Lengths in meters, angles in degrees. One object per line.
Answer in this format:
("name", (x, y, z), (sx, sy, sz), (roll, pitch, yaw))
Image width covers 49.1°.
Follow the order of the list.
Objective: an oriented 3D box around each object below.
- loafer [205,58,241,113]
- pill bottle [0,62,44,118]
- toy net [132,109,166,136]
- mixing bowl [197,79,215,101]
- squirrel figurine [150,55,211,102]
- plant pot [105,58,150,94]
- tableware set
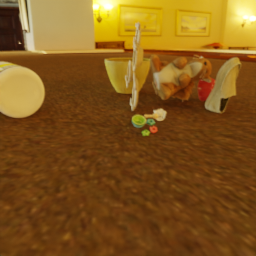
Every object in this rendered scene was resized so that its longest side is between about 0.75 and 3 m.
("loafer", (3.182, -1.301, 9.047), (0.741, 1.958, 0.669), (-17, 47, -35))
("pill bottle", (-4.101, -1.395, 9.554), (1.588, 1.588, 2.907), (-13, 23, -34))
("toy net", (0.690, -0.237, 7.665), (1.244, 0.240, 0.653), (-30, 54, -34))
("mixing bowl", (3.104, -1.501, 10.701), (0.531, 0.980, 0.980), (6, 18, 39))
("squirrel figurine", (1.955, -1.870, 10.253), (2.015, 1.528, 2.159), (-19, -14, -3))
("plant pot", (-0.023, -2.332, 12.551), (2.016, 1.431, 2.016), (0, 18, 0))
("tableware set", (0.193, -2.155, 9.748), (0.326, 2.810, 2.348), (3, 38, -5))
